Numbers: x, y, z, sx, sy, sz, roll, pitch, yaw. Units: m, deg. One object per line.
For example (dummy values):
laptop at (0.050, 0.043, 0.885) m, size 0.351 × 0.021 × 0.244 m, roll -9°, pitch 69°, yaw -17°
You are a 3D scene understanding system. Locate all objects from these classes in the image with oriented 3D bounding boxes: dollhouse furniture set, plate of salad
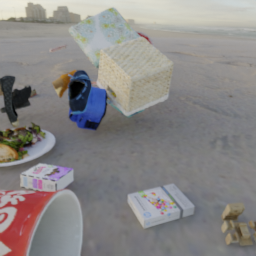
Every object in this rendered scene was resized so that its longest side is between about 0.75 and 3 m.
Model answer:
dollhouse furniture set at (2.389, 2.151, 6.075) m, size 0.733 × 0.556 × 0.836 m, roll -2°, pitch 45°, yaw -4°
plate of salad at (-3.995, 0.453, 9.517) m, size 2.927 × 0.703 × 2.927 m, roll -1°, pitch 23°, yaw 0°

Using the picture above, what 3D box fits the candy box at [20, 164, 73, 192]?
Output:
candy box at (-2.142, 1.327, 7.449) m, size 1.071 × 0.383 × 0.898 m, roll 6°, pitch 14°, yaw 15°

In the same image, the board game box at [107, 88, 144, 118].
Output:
board game box at (-0.272, -1.171, 11.751) m, size 1.292 × 1.712 × 0.402 m, roll -21°, pitch 39°, yaw 58°

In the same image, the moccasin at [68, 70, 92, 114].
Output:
moccasin at (-1.460, -1.243, 8.507) m, size 0.753 × 0.638 × 1.872 m, roll -13°, pitch 46°, yaw 3°

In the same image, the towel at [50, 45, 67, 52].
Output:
towel at (-3.032, -3.434, 12.140) m, size 0.741 × 0.125 × 0.776 m, roll -21°, pitch 16°, yaw -12°

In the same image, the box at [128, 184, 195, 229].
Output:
box at (0.774, 1.858, 6.814) m, size 1.316 × 0.271 × 1.026 m, roll -10°, pitch 25°, yaw -19°

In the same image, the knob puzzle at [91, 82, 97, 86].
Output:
knob puzzle at (-1.620, -1.875, 11.754) m, size 0.932 × 0.129 × 0.932 m, roll -2°, pitch 19°, yaw 1°

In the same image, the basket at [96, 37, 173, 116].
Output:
basket at (0.267, -2.012, 10.659) m, size 2.190 × 1.762 × 2.171 m, roll -25°, pitch 57°, yaw -28°

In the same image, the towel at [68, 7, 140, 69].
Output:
towel at (-0.931, -3.832, 11.777) m, size 2.415 × 0.581 × 2.067 m, roll -34°, pitch 78°, yaw -19°

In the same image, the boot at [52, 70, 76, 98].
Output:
boot at (-2.564, -1.867, 11.960) m, size 1.197 × 0.588 × 1.672 m, roll -29°, pitch -5°, yaw -11°

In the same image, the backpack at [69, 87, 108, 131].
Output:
backpack at (-1.488, -0.761, 10.574) m, size 1.334 × 1.590 × 1.292 m, roll 8°, pitch 61°, yaw -22°

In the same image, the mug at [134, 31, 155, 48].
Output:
mug at (0.188, -2.963, 13.547) m, size 1.809 × 2.712 × 2.407 m, roll 0°, pitch 67°, yaw -19°

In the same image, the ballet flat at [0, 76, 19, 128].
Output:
ballet flat at (-4.113, -0.905, 9.933) m, size 0.533 × 1.876 × 0.623 m, roll -10°, pitch 20°, yaw -18°

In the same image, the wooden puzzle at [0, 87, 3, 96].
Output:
wooden puzzle at (-5.525, -1.297, 9.735) m, size 2.153 × 1.992 × 0.401 m, roll -28°, pitch 73°, yaw -19°

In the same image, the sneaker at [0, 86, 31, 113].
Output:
sneaker at (-4.892, -1.274, 12.212) m, size 0.535 × 0.929 × 1.781 m, roll -8°, pitch 12°, yaw 32°

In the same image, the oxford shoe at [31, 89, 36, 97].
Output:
oxford shoe at (-5.389, -1.909, 15.477) m, size 0.310 × 0.329 × 0.880 m, roll 5°, pitch 24°, yaw 11°

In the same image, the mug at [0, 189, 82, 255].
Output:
mug at (-2.566, 2.004, 4.411) m, size 2.944 × 1.964 × 2.613 m, roll 2°, pitch 18°, yaw 13°
